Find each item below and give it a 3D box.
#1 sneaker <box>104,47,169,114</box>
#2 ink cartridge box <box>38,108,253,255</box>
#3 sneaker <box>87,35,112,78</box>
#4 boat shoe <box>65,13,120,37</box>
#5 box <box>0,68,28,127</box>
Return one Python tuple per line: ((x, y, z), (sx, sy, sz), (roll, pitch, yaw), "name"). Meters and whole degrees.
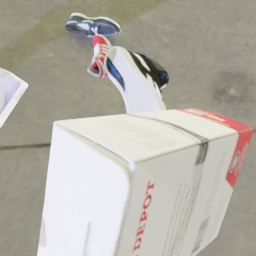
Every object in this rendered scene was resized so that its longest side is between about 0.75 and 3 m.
((0.531, -0.690, 5.727), (1.293, 0.845, 2.312), (-6, 63, -45), "sneaker")
((0.333, 0.824, 3.507), (1.089, 1.929, 2.628), (26, 21, 37), "ink cartridge box")
((-0.666, -1.600, 6.211), (0.661, 0.419, 1.176), (-14, 67, -37), "sneaker")
((-1.139, -3.169, 8.928), (1.804, 0.682, 0.544), (15, 62, 21), "boat shoe")
((-2.520, 0.134, 4.577), (0.466, 0.499, 2.406), (33, 91, -7), "box")
